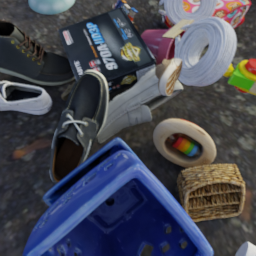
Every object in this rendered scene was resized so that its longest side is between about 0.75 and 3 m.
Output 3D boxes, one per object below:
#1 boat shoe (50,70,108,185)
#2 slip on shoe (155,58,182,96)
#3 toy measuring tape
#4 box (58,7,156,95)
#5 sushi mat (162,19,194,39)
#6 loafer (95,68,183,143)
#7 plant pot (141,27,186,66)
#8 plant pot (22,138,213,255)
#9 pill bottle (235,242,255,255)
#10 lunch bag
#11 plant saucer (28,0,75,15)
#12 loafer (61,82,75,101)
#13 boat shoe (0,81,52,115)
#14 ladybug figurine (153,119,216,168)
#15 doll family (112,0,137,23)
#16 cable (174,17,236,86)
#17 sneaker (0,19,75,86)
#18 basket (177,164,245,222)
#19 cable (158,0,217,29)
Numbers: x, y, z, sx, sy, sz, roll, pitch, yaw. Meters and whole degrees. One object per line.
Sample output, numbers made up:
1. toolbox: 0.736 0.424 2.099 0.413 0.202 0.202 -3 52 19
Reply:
1. boat shoe: -1.219 0.030 6.895 1.055 0.994 2.939 20 99 0
2. slip on shoe: 0.796 -1.152 5.998 0.489 0.613 1.613 14 34 13
3. toy measuring tape: 4.041 -1.352 8.199 2.706 0.995 0.995 19 62 1
4. box: -0.734 -2.435 8.961 2.381 0.689 2.995 -21 57 -4
5. sushi mat: 1.429 -2.841 8.009 0.964 0.058 0.461 -44 40 -18
6. loafer: 0.231 -0.541 7.800 2.968 1.038 1.036 -41 72 -6
7. plant pot: 1.120 -2.704 9.484 1.309 1.463 1.463 25 63 30
8. plant pot: -0.273 1.887 5.784 2.553 2.553 2.296 -39 21 2
9. pill bottle: 3.301 3.420 6.201 1.803 0.988 0.988 31 65 16
10. lunch bag: 2.787 -4.512 10.548 2.846 1.166 2.507 -31 65 -16
11. plant saucer: -3.183 -5.472 11.561 1.950 0.375 1.950 0 61 0
12. loafer: -1.896 -1.213 9.209 0.287 0.323 0.851 35 57 19
13. boat shoe: -3.793 -1.066 8.772 2.724 0.890 1.002 2 61 1
14. ladybug figurine: 1.573 0.397 7.776 1.919 1.302 0.690 34 30 -12
15. doll family: -0.330 -4.426 10.741 0.624 0.859 1.384 -8 54 -42
16. cable: 1.835 -1.853 6.949 0.598 1.727 1.728 15 83 -31
17. sneaker: -3.010 -2.313 8.858 2.925 1.554 1.094 8 58 -14
18. basket: 2.136 1.643 7.124 1.563 1.116 1.165 -5 60 -2
19. cable: 1.951 -3.948 8.772 1.622 1.622 0.561 28 27 -13
